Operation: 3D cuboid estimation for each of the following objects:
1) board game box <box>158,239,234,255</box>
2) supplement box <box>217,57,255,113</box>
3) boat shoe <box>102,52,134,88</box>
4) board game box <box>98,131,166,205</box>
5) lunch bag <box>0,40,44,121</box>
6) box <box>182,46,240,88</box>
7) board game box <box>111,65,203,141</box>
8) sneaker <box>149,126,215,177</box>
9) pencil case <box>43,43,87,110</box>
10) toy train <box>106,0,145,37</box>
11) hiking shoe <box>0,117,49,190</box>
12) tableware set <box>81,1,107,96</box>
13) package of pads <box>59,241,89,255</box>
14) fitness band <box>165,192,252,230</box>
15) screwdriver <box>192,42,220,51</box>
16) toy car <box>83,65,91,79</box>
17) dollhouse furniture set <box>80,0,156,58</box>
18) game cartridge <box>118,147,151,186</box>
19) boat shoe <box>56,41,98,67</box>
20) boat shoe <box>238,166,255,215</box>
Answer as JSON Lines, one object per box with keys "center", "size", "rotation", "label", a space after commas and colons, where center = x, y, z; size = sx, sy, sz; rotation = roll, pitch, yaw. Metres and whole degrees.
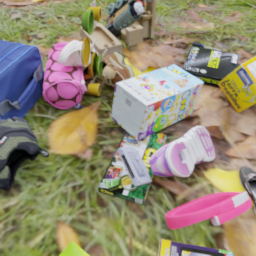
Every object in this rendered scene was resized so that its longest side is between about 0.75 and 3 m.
{"center": [1.154, 2.970, 4.900], "size": [1.409, 0.483, 1.705], "rotation": [7, 45, 9], "label": "board game box"}
{"center": [4.139, -1.571, 8.796], "size": [2.159, 1.182, 1.175], "rotation": [-28, 81, -26], "label": "supplement box"}
{"center": [-0.393, -1.733, 9.505], "size": [0.934, 0.957, 2.529], "rotation": [-15, 38, -8], "label": "boat shoe"}
{"center": [0.177, 0.860, 7.248], "size": [1.160, 0.260, 2.214], "rotation": [14, 46, 12], "label": "board game box"}
{"center": [-3.715, -1.295, 8.271], "size": [1.822, 1.871, 2.754], "rotation": [12, 48, 13], "label": "lunch bag"}
{"center": [3.048, -2.253, 10.294], "size": [1.863, 0.458, 1.929], "rotation": [14, 46, 15], "label": "box"}
{"center": [0.834, -0.790, 7.986], "size": [2.324, 1.197, 1.219], "rotation": [-24, 51, -35], "label": "board game box"}
{"center": [1.315, 0.621, 6.877], "size": [2.303, 1.018, 0.926], "rotation": [-17, 82, -49], "label": "sneaker"}
{"center": [-2.055, -1.834, 9.345], "size": [1.304, 1.264, 2.785], "rotation": [-27, 44, 13], "label": "pencil case"}
{"center": [-0.127, -4.790, 11.757], "size": [0.956, 2.244, 1.279], "rotation": [13, 73, -37], "label": "toy train"}
{"center": [-3.427, 0.938, 6.505], "size": [2.984, 1.130, 1.502], "rotation": [-35, 59, -22], "label": "hiking shoe"}
{"center": [-1.023, -2.327, 8.669], "size": [0.434, 2.829, 1.906], "rotation": [8, 38, 4], "label": "tableware set"}
{"center": [-0.807, 2.969, 4.724], "size": [1.670, 0.569, 1.290], "rotation": [25, 55, 31], "label": "package of pads"}
{"center": [1.627, 1.643, 5.651], "size": [1.857, 1.334, 0.348], "rotation": [-10, 78, -32], "label": "fitness band"}
{"center": [3.143, -3.285, 11.327], "size": [0.199, 0.207, 1.425], "rotation": [-50, 40, -6], "label": "screwdriver"}
{"center": [-1.496, -2.229, 10.240], "size": [0.392, 0.577, 1.177], "rotation": [13, 44, -30], "label": "toy car"}
{"center": [-0.413, -4.800, 11.531], "size": [2.910, 2.371, 2.767], "rotation": [-20, 47, -19], "label": "dollhouse furniture set"}
{"center": [0.158, 0.850, 6.277], "size": [0.612, 0.188, 0.920], "rotation": [2, 55, -53], "label": "game cartridge"}
{"center": [-1.514, -2.324, 8.995], "size": [0.725, 0.741, 2.093], "rotation": [37, 31, 0], "label": "boat shoe"}
{"center": [3.029, 1.447, 6.482], "size": [0.530, 0.452, 1.586], "rotation": [-2, 44, -2], "label": "boat shoe"}
